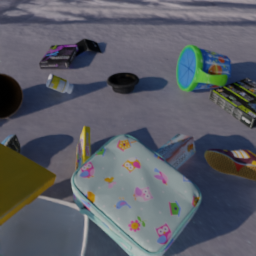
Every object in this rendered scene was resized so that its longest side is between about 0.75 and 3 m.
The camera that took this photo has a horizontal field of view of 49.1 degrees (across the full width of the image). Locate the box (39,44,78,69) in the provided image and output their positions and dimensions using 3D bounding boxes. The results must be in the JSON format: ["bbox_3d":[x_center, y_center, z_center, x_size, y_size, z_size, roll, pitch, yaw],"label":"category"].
[{"bbox_3d":[-3.673,-3.840,15.004,1.553,0.392,2.173,-1,42,7],"label":"box"}]

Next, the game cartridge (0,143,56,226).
[{"bbox_3d":[-3.490,1.227,6.571,2.524,0.464,2.863,27,19,9],"label":"game cartridge"}]

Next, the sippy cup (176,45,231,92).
[{"bbox_3d":[3.445,-2.608,12.574,1.924,2.061,2.625,1,64,-16],"label":"sippy cup"}]

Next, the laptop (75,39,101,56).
[{"bbox_3d":[-2.365,-4.528,16.105,1.328,0.686,1.177,8,43,-32],"label":"laptop"}]

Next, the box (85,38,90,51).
[{"bbox_3d":[-2.388,-4.887,16.372,0.310,0.379,0.798,19,38,-15],"label":"box"}]

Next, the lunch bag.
[{"bbox_3d":[0.082,1.686,7.032,2.918,1.125,2.340,36,61,19],"label":"lunch bag"}]

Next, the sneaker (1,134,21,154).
[{"bbox_3d":[-4.297,0.929,8.980,0.963,0.839,2.141,7,39,14],"label":"sneaker"}]

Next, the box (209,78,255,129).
[{"bbox_3d":[5.050,-1.122,11.699,2.286,0.562,2.367,-22,45,-22],"label":"box"}]

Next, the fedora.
[{"bbox_3d":[-0.221,-1.928,12.573,1.457,0.665,1.457,-2,39,2],"label":"fedora"}]

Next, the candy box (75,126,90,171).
[{"bbox_3d":[-1.421,0.869,8.795,0.255,0.986,1.928,16,31,-18],"label":"candy box"}]

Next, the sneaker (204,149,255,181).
[{"bbox_3d":[3.445,1.037,9.005,1.946,0.729,0.877,20,36,13],"label":"sneaker"}]

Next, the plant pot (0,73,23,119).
[{"bbox_3d":[-5.482,-1.448,11.382,1.784,1.784,1.908,-27,31,-29],"label":"plant pot"}]

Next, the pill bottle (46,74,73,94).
[{"bbox_3d":[-2.955,-1.874,12.162,1.061,0.594,0.594,21,32,-26],"label":"pill bottle"}]

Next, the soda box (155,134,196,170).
[{"bbox_3d":[1.313,0.959,8.953,1.996,0.635,0.683,-33,31,-34],"label":"soda box"}]

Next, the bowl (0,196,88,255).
[{"bbox_3d":[-2.071,2.651,6.488,2.140,0.800,2.143,14,29,-7],"label":"bowl"}]
